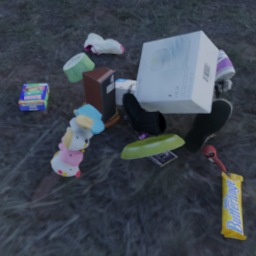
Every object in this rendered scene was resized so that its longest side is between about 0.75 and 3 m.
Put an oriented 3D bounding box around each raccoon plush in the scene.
[{"bbox_3d":[2.566,-1.196,10.260,2.107,1.019,1.411,-20,29,-30],"label":"raccoon plush"}]

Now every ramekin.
[{"bbox_3d":[-1.708,-2.065,9.512,1.026,0.501,1.026,-26,34,19],"label":"ramekin"}]

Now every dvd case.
[{"bbox_3d":[1.171,0.977,9.604,0.867,0.069,0.644,-24,46,-36],"label":"dvd case"}]

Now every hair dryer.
[{"bbox_3d":[2.803,0.975,8.805,0.384,1.413,1.077,-48,46,7],"label":"hair dryer"}]

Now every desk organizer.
[{"bbox_3d":[-0.963,-1.137,9.609,0.805,2.090,0.749,32,57,21],"label":"desk organizer"}]

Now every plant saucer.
[{"bbox_3d":[0.679,0.502,8.213,1.917,0.298,1.917,-14,4,1],"label":"plant saucer"}]

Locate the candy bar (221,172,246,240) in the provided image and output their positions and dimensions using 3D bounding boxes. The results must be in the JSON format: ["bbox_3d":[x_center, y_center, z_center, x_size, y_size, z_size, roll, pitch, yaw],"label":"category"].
[{"bbox_3d":[3.024,2.185,8.114,0.647,0.288,2.596,14,33,11],"label":"candy bar"}]

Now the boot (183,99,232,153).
[{"bbox_3d":[2.872,-0.340,9.410,0.855,2.369,1.789,41,47,14],"label":"boot"}]

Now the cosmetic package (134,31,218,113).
[{"bbox_3d":[1.410,-1.553,8.457,2.029,1.248,2.023,1,76,41],"label":"cosmetic package"}]

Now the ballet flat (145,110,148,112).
[{"bbox_3d":[0.544,-1.009,11.291,0.580,0.580,1.563,0,36,0],"label":"ballet flat"}]

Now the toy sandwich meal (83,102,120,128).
[{"bbox_3d":[-1.085,-0.650,10.795,1.543,0.528,1.543,3,58,-5],"label":"toy sandwich meal"}]

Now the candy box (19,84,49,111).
[{"bbox_3d":[-3.884,-1.291,11.620,1.029,0.469,1.217,-3,47,-4],"label":"candy box"}]

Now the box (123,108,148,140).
[{"bbox_3d":[0.430,-0.213,9.801,0.780,1.090,0.197,-46,21,-17],"label":"box"}]

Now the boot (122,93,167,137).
[{"bbox_3d":[0.460,-0.374,7.801,1.076,1.314,0.486,7,34,44],"label":"boot"}]

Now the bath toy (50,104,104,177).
[{"bbox_3d":[-1.576,0.617,8.375,1.017,2.752,1.197,42,41,10],"label":"bath toy"}]

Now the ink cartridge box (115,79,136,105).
[{"bbox_3d":[0.337,-1.257,10.398,2.008,0.670,1.163,11,27,20],"label":"ink cartridge box"}]

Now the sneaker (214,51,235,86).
[{"bbox_3d":[3.017,-2.059,10.854,0.830,2.291,1.306,-5,68,-35],"label":"sneaker"}]

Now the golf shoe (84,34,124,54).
[{"bbox_3d":[-1.253,-4.021,14.156,2.141,0.806,0.980,23,68,21],"label":"golf shoe"}]
